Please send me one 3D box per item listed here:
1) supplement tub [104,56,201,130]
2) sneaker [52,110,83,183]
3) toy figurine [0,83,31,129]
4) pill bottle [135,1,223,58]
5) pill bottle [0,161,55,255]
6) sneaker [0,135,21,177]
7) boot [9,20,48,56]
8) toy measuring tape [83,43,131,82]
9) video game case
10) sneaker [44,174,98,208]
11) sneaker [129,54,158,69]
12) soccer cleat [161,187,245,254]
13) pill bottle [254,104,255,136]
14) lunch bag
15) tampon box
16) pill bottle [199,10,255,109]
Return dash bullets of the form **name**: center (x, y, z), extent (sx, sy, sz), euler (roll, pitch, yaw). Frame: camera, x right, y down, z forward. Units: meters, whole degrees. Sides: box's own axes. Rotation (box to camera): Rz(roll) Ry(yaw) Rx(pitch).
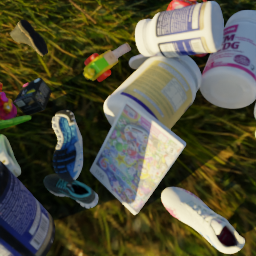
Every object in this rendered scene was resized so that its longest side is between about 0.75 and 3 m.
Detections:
- **supplement tub**: center (0.715, -0.817, 7.548), extent (1.737, 1.737, 2.390), euler (35, 66, 18)
- **sneaker**: center (-1.412, 0.512, 7.107), extent (0.743, 0.859, 1.983), euler (-15, 54, 6)
- **toy figurine**: center (-3.898, -0.933, 7.094), extent (2.362, 1.773, 2.174), euler (-22, 95, -45)
- **pill bottle**: center (1.202, -2.282, 6.732), extent (1.902, 1.101, 1.101), euler (3, 56, 33)
- **pill bottle**: center (-2.732, 1.550, 5.344), extent (1.597, 2.856, 1.597), euler (-14, 39, 11)
- **sneaker**: center (-3.412, 1.440, 6.623), extent (1.686, 1.075, 2.917), euler (-15, 60, -4)
- **boot**: center (-3.186, -2.753, 8.981), extent (1.194, 0.826, 0.463), euler (58, 42, -18)
- **toy measuring tape**: center (-0.726, -2.066, 8.888), extent (0.867, 0.867, 2.358), euler (26, 42, 14)
- **video game case**: center (0.100, 0.720, 6.527), extent (1.648, 2.301, 0.207), euler (40, 32, 19)
- **sneaker**: center (-1.418, 1.436, 6.869), extent (1.463, 0.667, 0.567), euler (17, 60, 10)
- **sneaker**: center (0.646, -2.317, 9.174), extent (1.454, 0.531, 0.515), euler (-18, 52, -20)
- **soccer cleat**: center (1.687, 1.982, 6.273), extent (2.031, 0.877, 0.709), euler (37, 69, 9)
- **pill bottle**: center (4.354, -0.769, 7.663), extent (1.487, 1.487, 2.678), euler (22, 63, 12)
- **lunch bag**: center (1.871, -3.024, 8.144), extent (1.673, 1.474, 0.685), euler (28, 45, 4)
- **tampon box**: center (-2.689, -0.893, 7.972), extent (0.651, 0.549, 0.869), euler (-17, 40, 19)
- **pill bottle**: center (3.269, -2.101, 8.374), extent (1.583, 1.583, 2.792), euler (21, 62, 11)
